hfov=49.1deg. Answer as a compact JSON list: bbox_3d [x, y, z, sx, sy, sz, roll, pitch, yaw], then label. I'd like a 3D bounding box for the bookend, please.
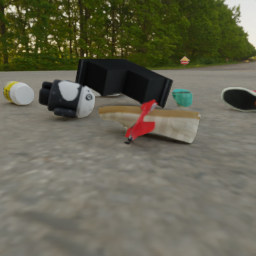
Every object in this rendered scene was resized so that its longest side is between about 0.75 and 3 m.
[{"bbox_3d":[-0.143,-1.615,10.364,2.536,1.168,2.520,30,28,29],"label":"bookend"}]

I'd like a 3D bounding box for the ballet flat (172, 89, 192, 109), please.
[{"bbox_3d":[1.762,-0.955,9.274,0.597,0.624,1.774,1,10,5],"label":"ballet flat"}]

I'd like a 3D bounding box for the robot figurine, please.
[{"bbox_3d":[-1.938,-0.953,8.977,1.719,1.291,1.072,13,-5,-10],"label":"robot figurine"}]

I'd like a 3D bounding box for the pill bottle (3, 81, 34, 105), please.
[{"bbox_3d":[-4.582,-1.452,11.717,0.910,0.910,1.592,-10,17,-36],"label":"pill bottle"}]

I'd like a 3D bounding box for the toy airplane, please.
[{"bbox_3d":[0.290,-0.150,6.053,0.227,1.236,1.236,39,3,-18],"label":"toy airplane"}]

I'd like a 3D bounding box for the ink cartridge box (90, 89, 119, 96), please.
[{"bbox_3d":[-0.831,-2.277,14.547,1.554,0.897,2.136,1,18,26],"label":"ink cartridge box"}]

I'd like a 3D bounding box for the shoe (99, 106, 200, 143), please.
[{"bbox_3d":[0.387,-0.147,6.842,2.673,0.713,0.934,7,6,30],"label":"shoe"}]

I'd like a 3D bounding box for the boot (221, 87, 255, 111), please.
[{"bbox_3d":[4.724,-1.092,10.644,2.221,0.804,1.602,14,18,20],"label":"boot"}]
